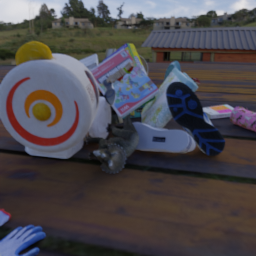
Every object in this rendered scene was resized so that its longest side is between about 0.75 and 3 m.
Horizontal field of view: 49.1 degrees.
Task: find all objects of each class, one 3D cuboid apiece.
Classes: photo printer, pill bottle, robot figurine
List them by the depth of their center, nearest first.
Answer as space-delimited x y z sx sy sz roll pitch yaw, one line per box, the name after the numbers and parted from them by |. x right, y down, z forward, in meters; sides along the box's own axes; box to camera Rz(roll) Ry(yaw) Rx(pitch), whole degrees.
-2.428 0.520 9.139 1.585 0.550 1.319 4 15 15 | photo printer
-2.250 -0.411 10.341 2.961 1.643 1.643 6 18 18 | pill bottle
-1.216 -1.078 11.155 2.430 1.761 0.707 -28 6 29 | robot figurine

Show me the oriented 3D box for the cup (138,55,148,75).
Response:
0.160 -2.718 13.305 1.311 1.311 0.938 -9 0 -28 | cup

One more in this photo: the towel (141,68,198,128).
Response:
1.468 -1.017 10.846 0.703 2.500 2.920 34 17 -9 | towel

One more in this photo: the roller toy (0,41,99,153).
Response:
-2.031 -0.687 7.466 2.416 2.649 1.851 27 20 -8 | roller toy

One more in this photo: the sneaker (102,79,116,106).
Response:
-0.478 -0.947 7.707 0.331 0.387 0.888 -12 55 6 | sneaker

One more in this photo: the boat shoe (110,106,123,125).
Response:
-0.929 -1.319 11.742 0.786 2.543 0.926 -17 11 3 | boat shoe

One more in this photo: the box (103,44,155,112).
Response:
0.045 -1.990 11.478 1.442 2.458 0.595 -27 -4 35 | box

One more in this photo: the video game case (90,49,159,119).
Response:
-0.207 -1.658 10.109 1.659 0.202 2.320 -34 67 -3 | video game case

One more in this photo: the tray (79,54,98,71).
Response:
-2.070 -1.961 11.322 2.478 1.330 0.275 -33 44 -33 | tray

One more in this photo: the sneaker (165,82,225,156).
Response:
2.039 -0.280 9.080 1.016 2.682 1.033 -32 4 5 | sneaker

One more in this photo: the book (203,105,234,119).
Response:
4.446 -0.768 13.707 1.576 0.379 1.053 -6 20 -15 | book

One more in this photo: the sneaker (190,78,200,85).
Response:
2.976 -2.088 12.775 0.802 0.312 0.329 -5 -27 -40 | sneaker

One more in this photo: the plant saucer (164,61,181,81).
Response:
2.116 -2.423 13.756 0.235 1.712 1.712 5 15 -15 | plant saucer

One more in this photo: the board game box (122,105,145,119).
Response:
0.618 -1.114 14.337 2.653 0.622 2.002 -6 18 -20 | board game box

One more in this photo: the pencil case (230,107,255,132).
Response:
5.101 -0.320 11.477 0.805 0.841 1.944 19 9 -25 | pencil case

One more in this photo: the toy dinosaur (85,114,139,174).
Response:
-0.321 0.517 8.427 1.455 1.095 2.846 17 29 25 | toy dinosaur

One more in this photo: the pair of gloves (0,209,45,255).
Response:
-2.439 2.005 4.963 1.835 0.209 1.476 9 20 29 | pair of gloves

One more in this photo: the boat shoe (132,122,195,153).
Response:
0.975 0.381 9.203 2.570 0.911 0.897 4 -12 36 | boat shoe

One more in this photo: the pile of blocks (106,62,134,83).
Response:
-0.142 -1.267 6.744 0.775 0.241 0.318 -34 -15 3 | pile of blocks
